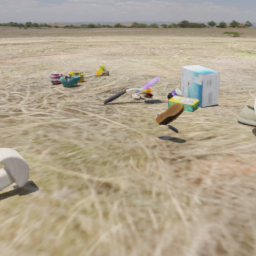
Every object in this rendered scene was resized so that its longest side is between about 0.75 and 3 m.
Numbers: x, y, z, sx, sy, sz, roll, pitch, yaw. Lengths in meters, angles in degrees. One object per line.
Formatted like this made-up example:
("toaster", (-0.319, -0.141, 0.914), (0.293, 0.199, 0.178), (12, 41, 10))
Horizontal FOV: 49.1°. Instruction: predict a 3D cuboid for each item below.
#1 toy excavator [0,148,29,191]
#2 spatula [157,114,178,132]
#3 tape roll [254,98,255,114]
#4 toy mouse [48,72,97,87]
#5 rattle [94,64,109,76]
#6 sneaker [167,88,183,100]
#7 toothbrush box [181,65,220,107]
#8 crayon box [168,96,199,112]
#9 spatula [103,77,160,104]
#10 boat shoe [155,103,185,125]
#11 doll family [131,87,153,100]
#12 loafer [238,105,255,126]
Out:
("toy excavator", (-2.825, 0.880, 3.919), (1.085, 2.173, 2.113), (26, 78, 46))
("spatula", (1.076, -0.110, 7.543), (0.100, 0.275, 0.974), (-32, 36, -6))
("tape roll", (3.746, -0.575, 6.375), (0.552, 1.578, 1.578), (19, 9, -34))
("toy mouse", (-2.789, -2.113, 12.277), (2.170, 0.420, 1.928), (10, 23, 25))
("rattle", (-1.356, -2.856, 14.541), (0.670, 0.735, 1.029), (29, 0, -12))
("sneaker", (1.627, -1.163, 9.921), (0.493, 0.345, 0.992), (-29, -4, 18))
("toothbrush box", (2.455, -1.483, 9.691), (0.653, 1.121, 1.531), (-8, 24, -12))
("crayon box", (1.794, -0.781, 9.089), (0.867, 0.253, 0.515), (15, 31, 31))
("spatula", (0.107, -1.257, 9.499), (2.055, 0.211, 0.581), (-21, 17, 2))
("boat shoe", (1.006, -0.306, 6.446), (0.289, 0.289, 0.821), (23, -36, -31))
("doll family", (0.529, -1.294, 10.191), (0.865, 0.390, 0.537), (-14, 21, -23))
("loafer", (3.738, -0.273, 7.477), (1.505, 0.514, 0.570), (12, 24, 28))
